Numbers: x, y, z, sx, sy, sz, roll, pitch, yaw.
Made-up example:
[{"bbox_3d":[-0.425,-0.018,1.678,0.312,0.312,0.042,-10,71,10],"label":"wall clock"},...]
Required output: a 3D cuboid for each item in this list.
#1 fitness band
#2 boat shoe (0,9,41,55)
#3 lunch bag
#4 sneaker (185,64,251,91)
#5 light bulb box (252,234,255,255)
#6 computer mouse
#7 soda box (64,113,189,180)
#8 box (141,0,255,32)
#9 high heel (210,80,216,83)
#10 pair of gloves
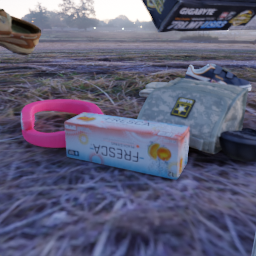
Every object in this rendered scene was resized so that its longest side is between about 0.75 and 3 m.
[{"bbox_3d":[-1.625,-0.203,7.039,1.962,0.511,2.733,-3,20,-17],"label":"fitness band"},{"bbox_3d":[-3.192,-2.525,6.793,0.875,0.896,2.369,-33,-18,30],"label":"boat shoe"},{"bbox_3d":[1.399,-0.279,6.072,1.731,1.241,2.111,15,30,32],"label":"lunch bag"},{"bbox_3d":[3.728,-2.082,11.601,2.687,1.067,1.054,6,18,12],"label":"sneaker"},{"bbox_3d":[2.379,0.473,1.317,1.783,2.858,2.833,-18,26,-41],"label":"light bulb box"},{"bbox_3d":[2.435,0.364,5.457,1.824,0.481,1.263,-2,15,-40],"label":"computer mouse"},{"bbox_3d":[-0.049,0.265,5.141,2.232,0.763,0.710,9,21,24],"label":"soda box"},{"bbox_3d":[1.148,-3.070,5.125,2.862,2.883,0.716,-13,-21,-34],"label":"box"},{"bbox_3d":[2.900,-1.001,8.804,0.553,0.788,1.643,0,19,-1],"label":"high heel"},{"bbox_3d":[1.825,-1.379,10.511,2.424,0.425,2.061,4,23,18],"label":"pair of gloves"}]
